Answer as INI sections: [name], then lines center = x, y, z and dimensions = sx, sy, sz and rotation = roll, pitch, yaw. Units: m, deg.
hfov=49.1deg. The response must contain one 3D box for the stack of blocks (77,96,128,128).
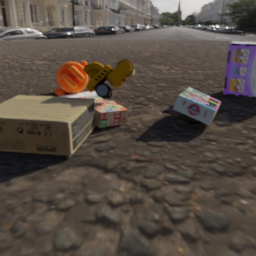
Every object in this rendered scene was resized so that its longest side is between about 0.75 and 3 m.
[stack of blocks]
center = -0.977, -0.643, 10.158
dimensions = 1.084, 0.551, 1.882
rotation = -9, 26, -33

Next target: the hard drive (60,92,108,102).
[hard drive]
center = -2.116, -1.216, 12.186
dimensions = 2.057, 0.274, 1.357
rotation = -15, 26, -33

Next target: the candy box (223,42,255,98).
[candy box]
center = 6.045, -2.655, 12.881
dimensions = 2.869, 2.407, 1.026
rotation = 10, 24, 23

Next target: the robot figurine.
[robot figurine]
center = -2.677, -2.323, 13.137
dimensions = 1.436, 1.772, 2.463
rotation = 4, 8, -15

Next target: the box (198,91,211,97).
[box]
center = 3.270, -1.420, 12.416
dimensions = 0.421, 0.315, 0.840
rotation = 4, 14, -20

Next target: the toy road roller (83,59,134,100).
[toy road roller]
center = -0.728, -1.854, 9.570
dimensions = 1.736, 1.267, 1.067
rotation = -42, 1, 3

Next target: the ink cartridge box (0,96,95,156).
[ink cartridge box]
center = -2.649, -0.176, 8.518
dimensions = 2.828, 1.062, 2.329
rotation = 3, 21, 11

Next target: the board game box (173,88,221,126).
[board game box]
center = 2.503, -0.807, 9.995
dimensions = 1.344, 0.585, 1.821
rotation = 26, 25, 14
